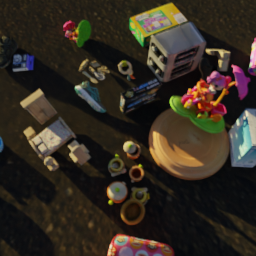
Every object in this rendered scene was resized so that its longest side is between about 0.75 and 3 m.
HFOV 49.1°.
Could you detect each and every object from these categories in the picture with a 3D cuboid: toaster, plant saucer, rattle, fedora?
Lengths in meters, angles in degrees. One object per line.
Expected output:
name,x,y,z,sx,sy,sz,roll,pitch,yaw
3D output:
toaster,1.992,-3.120,11.546,2.169,1.962,1.287,-24,69,-13
plant saucer,2.279,0.437,10.471,3.001,0.484,3.001,0,62,1
rattle,-0.030,-2.472,12.214,0.578,0.634,0.888,-41,97,-7
fedora,0.133,2.763,9.242,0.844,0.344,0.844,2,75,-9

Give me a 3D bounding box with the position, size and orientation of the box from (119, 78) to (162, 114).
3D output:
box,0.449,-1.233,10.887,1.594,1.267,0.367,-26,74,-13

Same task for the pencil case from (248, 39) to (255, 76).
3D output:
pencil case,5.669,-3.082,12.204,0.742,0.742,1.679,14,63,7

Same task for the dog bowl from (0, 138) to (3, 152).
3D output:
dog bowl,-5.337,0.705,10.400,1.401,0.347,0.781,-7,62,-3

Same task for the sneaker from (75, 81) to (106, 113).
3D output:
sneaker,-1.372,-1.267,11.163,1.518,0.589,0.693,44,72,-1

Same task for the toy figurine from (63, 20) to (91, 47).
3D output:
toy figurine,-2.511,-4.440,13.013,1.137,0.928,1.236,18,88,25

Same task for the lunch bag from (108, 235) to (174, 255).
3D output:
lunch bag,0.306,4.200,8.208,1.974,0.809,1.739,14,61,1

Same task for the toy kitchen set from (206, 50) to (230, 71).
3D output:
toy kitchen set,3.800,-2.983,12.283,0.761,0.841,0.933,-4,21,-19

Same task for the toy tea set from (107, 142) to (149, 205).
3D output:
toy tea set,-0.056,1.556,9.644,1.390,0.865,2.337,-5,63,-2

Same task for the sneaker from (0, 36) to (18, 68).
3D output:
sneaker,-5.429,-3.399,12.280,0.594,0.889,1.553,14,65,9

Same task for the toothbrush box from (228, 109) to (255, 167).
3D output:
toothbrush box,4.187,0.402,9.681,0.807,1.891,1.385,3,61,0

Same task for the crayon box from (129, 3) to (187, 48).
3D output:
crayon box,1.398,-4.838,13.135,2.334,0.680,1.386,-25,65,-12

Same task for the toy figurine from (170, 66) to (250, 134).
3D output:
toy figurine,3.005,-1.232,9.692,2.373,2.184,1.782,17,45,-17

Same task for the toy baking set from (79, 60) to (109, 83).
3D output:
toy baking set,-1.439,-2.420,11.742,1.190,0.180,1.551,21,40,4

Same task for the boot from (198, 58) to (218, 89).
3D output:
boot,3.389,-2.489,11.615,0.561,1.002,1.448,0,69,-9

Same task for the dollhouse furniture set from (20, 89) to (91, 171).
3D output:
dollhouse furniture set,-2.771,0.246,9.805,1.486,1.269,2.868,-39,61,-9

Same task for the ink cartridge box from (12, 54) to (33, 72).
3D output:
ink cartridge box,-4.648,-2.897,12.402,0.841,0.182,0.833,-6,62,-4
